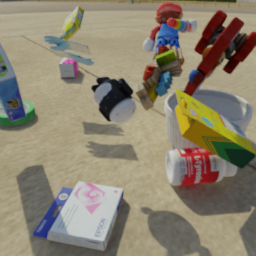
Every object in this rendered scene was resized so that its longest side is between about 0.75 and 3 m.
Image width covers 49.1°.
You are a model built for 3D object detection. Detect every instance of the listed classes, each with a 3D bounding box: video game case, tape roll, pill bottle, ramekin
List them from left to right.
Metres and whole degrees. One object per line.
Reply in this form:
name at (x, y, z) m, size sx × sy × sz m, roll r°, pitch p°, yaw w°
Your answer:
video game case at (-3.959, -1.799, 8.402) m, size 0.630 × 2.773 × 2.513 m, roll -24°, pitch 78°, yaw -21°
tape roll at (-4.809, -0.645, 11.860) m, size 1.668 × 0.401 × 1.668 m, roll 0°, pitch 28°, yaw 0°
pill bottle at (2.081, 1.074, 8.073) m, size 1.854 × 1.041 × 1.041 m, roll -4°, pitch 29°, yaw -6°
ramekin at (2.681, -0.158, 9.813) m, size 2.898 × 1.521 × 2.898 m, roll 0°, pitch 29°, yaw 0°

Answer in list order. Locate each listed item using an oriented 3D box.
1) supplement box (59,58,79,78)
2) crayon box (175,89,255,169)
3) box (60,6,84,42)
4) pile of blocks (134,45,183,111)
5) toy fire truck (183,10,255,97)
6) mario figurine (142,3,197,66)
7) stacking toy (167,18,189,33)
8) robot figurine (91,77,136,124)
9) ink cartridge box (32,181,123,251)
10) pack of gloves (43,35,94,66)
supplement box at (-3.537, -3.657, 16.845) m, size 0.858 × 0.877 × 1.696 m, roll -2°, pitch 27°, yaw -1°
crayon box at (2.040, -0.016, 7.177) m, size 2.259 × 0.574 × 1.434 m, roll 28°, pitch 29°, yaw -14°
box at (-1.543, -2.851, 7.737) m, size 0.622 × 0.256 × 1.060 m, roll -30°, pitch 39°, yaw 33°
pile of blocks at (1.007, -1.811, 8.907) m, size 1.082 × 0.819 × 2.637 m, roll 3°, pitch 57°, yaw 39°
toy fire truck at (2.671, -2.119, 8.871) m, size 1.543 × 2.310 × 2.751 m, roll 36°, pitch -4°, yaw 7°
mario figurine at (1.736, -3.726, 11.512) m, size 1.840 × 1.580 × 2.982 m, roll 17°, pitch 64°, yaw -21°
stacking toy at (1.408, -2.970, 8.080) m, size 0.367 × 0.367 × 0.859 m, roll 24°, pitch 22°, yaw 37°
robot figurine at (-0.393, -0.783, 7.808) m, size 0.887 × 1.069 × 1.422 m, roll -36°, pitch 75°, yaw -15°
ink cartridge box at (-1.182, 2.062, 6.981) m, size 1.804 × 0.391 × 1.771 m, roll 7°, pitch 30°, yaw 10°
pack of gloves at (-2.473, -3.055, 11.582) m, size 2.041 × 1.715 × 0.403 m, roll 18°, pitch 76°, yaw 11°
